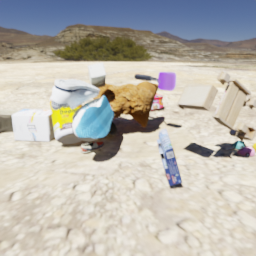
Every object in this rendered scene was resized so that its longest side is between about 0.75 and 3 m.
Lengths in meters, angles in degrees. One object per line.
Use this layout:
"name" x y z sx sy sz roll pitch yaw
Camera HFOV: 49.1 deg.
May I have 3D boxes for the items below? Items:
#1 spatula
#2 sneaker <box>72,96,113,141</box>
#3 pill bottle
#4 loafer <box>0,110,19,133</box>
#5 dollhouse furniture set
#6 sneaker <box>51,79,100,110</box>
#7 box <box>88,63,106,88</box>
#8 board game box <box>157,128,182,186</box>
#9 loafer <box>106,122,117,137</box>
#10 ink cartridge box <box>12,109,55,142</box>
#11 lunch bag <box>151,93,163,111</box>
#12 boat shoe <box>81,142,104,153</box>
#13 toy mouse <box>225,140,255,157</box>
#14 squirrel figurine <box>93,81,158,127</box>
"spatula" 0.897 -1.760 10.163 0.234 0.643 2.276 -11 19 -30
"sneaker" -1.142 -0.178 8.173 0.998 0.945 2.471 -23 13 15
"pill bottle" -2.028 -0.510 9.374 1.056 1.932 1.056 -13 -22 -5
"loafer" -4.984 -0.258 10.725 2.475 0.936 0.845 1 13 -31
"dollhouse furniture set" 2.531 -0.582 7.487 2.170 1.125 0.961 29 -7 -30
"sneaker" -1.520 -0.950 8.099 0.734 0.773 1.921 23 16 24
"box" -0.995 -1.645 9.001 0.502 0.418 1.222 -14 -6 -6
"board game box" 0.914 0.611 6.649 0.329 1.066 1.065 -17 31 4
"loafer" -0.861 -0.017 10.203 0.514 0.456 1.352 -31 46 -25
"ink cartridge box" -3.282 -0.113 10.031 1.302 0.942 0.959 2 17 6
"lunch bag" 0.735 -1.368 14.503 1.729 0.804 1.963 -11 19 -18
"boat shoe" -1.098 0.552 8.722 0.764 0.239 0.272 -16 31 -21
"toy mouse" 3.688 0.614 8.868 1.168 0.254 1.314 3 18 11
"squirrel figurine" -0.255 -1.143 10.479 2.358 1.788 2.526 17 6 7
